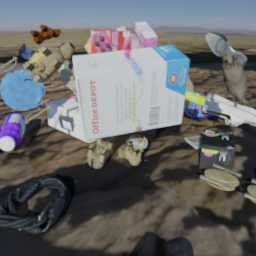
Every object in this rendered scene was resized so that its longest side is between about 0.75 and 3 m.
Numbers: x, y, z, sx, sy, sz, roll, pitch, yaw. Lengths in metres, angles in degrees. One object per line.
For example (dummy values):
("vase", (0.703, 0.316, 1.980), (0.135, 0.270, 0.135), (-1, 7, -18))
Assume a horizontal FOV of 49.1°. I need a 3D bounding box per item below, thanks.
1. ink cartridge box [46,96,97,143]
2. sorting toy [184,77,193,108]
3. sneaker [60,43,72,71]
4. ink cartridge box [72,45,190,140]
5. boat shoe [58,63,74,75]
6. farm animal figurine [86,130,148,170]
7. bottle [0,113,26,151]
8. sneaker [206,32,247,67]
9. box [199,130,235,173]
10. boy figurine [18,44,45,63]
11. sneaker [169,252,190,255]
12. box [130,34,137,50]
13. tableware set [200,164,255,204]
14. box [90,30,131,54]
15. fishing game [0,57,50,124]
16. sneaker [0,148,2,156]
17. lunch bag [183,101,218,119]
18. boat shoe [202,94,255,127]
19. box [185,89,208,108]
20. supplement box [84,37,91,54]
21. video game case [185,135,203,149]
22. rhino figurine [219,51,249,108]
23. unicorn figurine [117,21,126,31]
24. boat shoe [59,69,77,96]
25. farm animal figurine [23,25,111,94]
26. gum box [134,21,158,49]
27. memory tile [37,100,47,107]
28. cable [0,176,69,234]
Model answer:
("ink cartridge box", (-2.029, -0.529, 12.811), (2.853, 1.203, 2.065), (20, 30, 38))
("sorting toy", (2.219, -2.278, 12.474), (0.434, 2.378, 2.201), (-20, 19, 28))
("sneaker", (-2.640, -2.970, 11.783), (0.520, 1.311, 0.485), (4, 49, -1))
("ink cartridge box", (0.025, -1.002, 7.822), (2.914, 2.106, 1.234), (-10, 38, -13))
("boat shoe", (-2.435, -2.793, 13.103), (1.745, 0.627, 0.519), (-11, 37, 18))
("farm animal figurine", (-0.401, 0.714, 10.261), (2.282, 1.147, 1.843), (-2, 42, -14))
("bottle", (-4.726, 0.182, 11.439), (0.764, 0.978, 2.340), (-5, 23, -10))
("sneaker", (3.091, -2.502, 9.116), (1.612, 0.601, 0.702), (38, 13, -18))
("box", (3.188, 0.797, 10.056), (1.112, 0.931, 1.497), (7, 24, 16))
("boy figurine", (-3.888, -3.006, 12.006), (1.498, 0.931, 0.483), (24, 39, -36))
("sneaker", (0.418, 2.893, 4.941), (0.947, 1.132, 2.495), (20, 29, 40))
("box", (0.114, -4.177, 14.116), (0.518, 1.010, 0.478), (21, 44, 41))
("tableware set", (3.330, 1.854, 8.253), (2.308, 0.462, 1.525), (21, 18, 28))
("box", (-0.619, -1.881, 9.822), (1.360, 2.728, 1.302), (-2, -2, -8))
("fishing game", (-3.934, -1.416, 10.460), (1.594, 2.226, 0.346), (-43, 21, -21))
("sneaker", (-5.113, 0.973, 10.281), (0.394, 0.438, 1.125), (7, 24, 15))
("lunch bag", (4.101, -1.203, 14.820), (2.362, 1.111, 1.778), (2, 19, -19))
("boat shoe", (4.940, -0.544, 13.156), (2.998, 1.047, 1.063), (24, -12, 5))
("box", (2.291, -1.133, 10.091), (1.302, 0.310, 0.794), (23, 17, 13))
("supplement box", (-1.285, -3.223, 11.712), (0.397, 0.680, 1.079), (-28, 80, -47))
("video game case", (3.014, 0.577, 11.628), (1.005, 0.111, 0.914), (-8, 25, -16))
("rhino figurine", (3.153, -1.278, 8.189), (0.582, 1.948, 0.852), (-16, 45, 21))
("unicorn figurine", (-0.666, -3.902, 12.625), (1.170, 0.629, 1.704), (-13, 53, 43))
("boat shoe", (-2.040, -1.700, 10.459), (0.484, 1.310, 0.395), (-34, 28, 17))
("farm animal figurine", (-1.819, -2.108, 8.966), (2.553, 2.062, 1.284), (16, 8, 2))
("gum box", (0.830, -4.320, 13.700), (0.628, 1.078, 1.900), (-12, 45, -9))
("memory tile", (-5.466, -1.474, 16.425), (1.272, 0.107, 0.975), (12, 26, 28))
("cable", (-2.566, 2.074, 7.767), (1.728, 0.538, 2.118), (-2, 25, 7))
